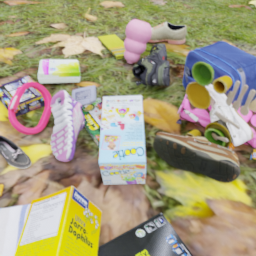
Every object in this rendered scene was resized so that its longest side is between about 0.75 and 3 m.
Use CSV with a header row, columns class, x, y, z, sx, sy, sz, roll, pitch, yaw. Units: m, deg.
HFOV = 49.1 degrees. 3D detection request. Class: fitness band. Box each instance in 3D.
class,x,y,z,sx,sy,sz,roll,pitch,yaw
fitness band,-3.220,-0.654,9.322,0.348,1.334,1.857,-16,49,36

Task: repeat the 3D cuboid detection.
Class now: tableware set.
class,x,y,z,sx,sy,sz,roll,pitch,yaw
tableware set,2.254,-0.417,7.951,0.434,2.829,1.906,-33,59,-27

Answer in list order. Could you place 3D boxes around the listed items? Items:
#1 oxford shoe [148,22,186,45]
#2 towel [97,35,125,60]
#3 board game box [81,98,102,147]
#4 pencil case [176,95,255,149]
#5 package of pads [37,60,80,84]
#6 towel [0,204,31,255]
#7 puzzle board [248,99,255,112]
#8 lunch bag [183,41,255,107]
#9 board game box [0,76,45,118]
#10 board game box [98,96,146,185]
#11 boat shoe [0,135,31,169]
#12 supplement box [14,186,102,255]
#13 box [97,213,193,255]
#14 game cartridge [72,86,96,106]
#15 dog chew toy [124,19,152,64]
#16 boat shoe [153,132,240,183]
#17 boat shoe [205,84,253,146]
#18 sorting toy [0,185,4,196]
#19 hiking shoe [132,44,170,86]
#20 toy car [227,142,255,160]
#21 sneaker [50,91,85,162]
class,x,y,z,sx,sy,sz,roll,pitch,yaw
oxford shoe,1.608,-4.938,14.158,2.701,0.997,0.956,4,52,0
towel,-0.608,-4.068,13.960,1.060,0.222,2.463,-14,43,-22
board game box,-0.992,-0.252,9.699,1.160,0.260,2.214,-24,47,-21
pencil case,3.030,-0.272,9.019,2.785,1.264,1.304,22,19,23
package of pads,-2.853,-2.365,11.664,1.670,0.569,1.290,-3,37,-12
towel,-3.642,2.794,6.259,2.934,0.349,2.155,-6,42,-6
puzzle board,5.319,-0.776,10.345,1.356,0.157,1.800,32,51,32
lunch bag,3.233,-1.888,10.263,1.822,1.871,2.754,-23,45,-24
board game box,-4.027,-1.216,10.581,1.409,0.483,1.705,-27,48,-29
board game box,-0.138,0.318,8.073,1.219,1.197,2.324,-1,51,2
boat shoe,-3.569,0.706,8.474,1.586,0.452,0.530,27,49,27
supplement box,-1.423,2.502,5.670,1.175,1.182,2.159,-22,38,21
box,0.464,3.028,5.914,1.863,0.458,1.929,-20,46,-22
game cartridge,-1.505,-1.069,9.582,0.920,0.188,0.612,-8,76,24
dog chew toy,0.328,-3.753,12.335,1.149,1.845,1.149,15,23,-7
boat shoe,1.987,0.734,8.183,2.529,0.957,0.934,23,42,12
boat shoe,2.748,-0.397,8.270,0.725,0.741,2.093,-33,66,3
sorting toy,-4.403,1.729,7.482,1.988,0.271,1.119,-13,44,-14
hiking shoe,0.896,-2.694,11.705,1.502,1.130,2.984,-4,35,4
toy car,3.367,0.664,8.492,1.177,0.577,0.392,15,74,25
sneaker,-1.805,-0.032,8.816,0.926,1.018,2.303,-23,61,31
